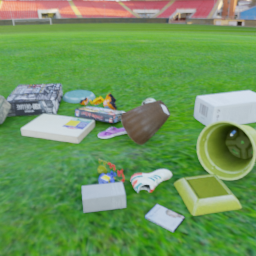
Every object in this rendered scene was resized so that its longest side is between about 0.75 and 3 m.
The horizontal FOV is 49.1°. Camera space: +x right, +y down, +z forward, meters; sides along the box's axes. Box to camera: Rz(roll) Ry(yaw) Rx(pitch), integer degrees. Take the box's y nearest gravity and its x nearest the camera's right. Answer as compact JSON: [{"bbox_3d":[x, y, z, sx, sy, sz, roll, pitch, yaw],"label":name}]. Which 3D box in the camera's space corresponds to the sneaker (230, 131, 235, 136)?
[{"bbox_3d":[3.764,-0.006,11.166,1.166,0.520,0.458,3,25,9],"label":"sneaker"}]

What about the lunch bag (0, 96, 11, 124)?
[{"bbox_3d":[-6.113,-0.957,11.541,1.814,1.521,1.264,3,56,18],"label":"lunch bag"}]

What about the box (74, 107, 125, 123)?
[{"bbox_3d":[-1.217,-0.600,12.313,1.862,0.351,1.271,10,12,21],"label":"box"}]

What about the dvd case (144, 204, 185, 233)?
[{"bbox_3d":[0.901,2.200,6.890,0.822,0.072,0.587,17,30,33],"label":"dvd case"}]

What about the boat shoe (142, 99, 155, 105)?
[{"bbox_3d":[1.005,-0.821,12.335,0.903,0.827,2.417,9,30,2],"label":"boat shoe"}]

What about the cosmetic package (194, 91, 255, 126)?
[{"bbox_3d":[4.580,-0.854,12.385,2.939,1.088,1.494,-6,26,-17],"label":"cosmetic package"}]

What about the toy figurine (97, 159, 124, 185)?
[{"bbox_3d":[-0.682,1.390,8.132,1.029,0.543,0.617,21,39,32],"label":"toy figurine"}]

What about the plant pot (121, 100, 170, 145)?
[{"bbox_3d":[0.739,-0.319,10.118,1.458,1.363,1.363,-33,13,24],"label":"plant pot"}]

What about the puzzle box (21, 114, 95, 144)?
[{"bbox_3d":[-2.803,-0.006,11.396,2.492,0.317,1.658,8,25,16],"label":"puzzle box"}]

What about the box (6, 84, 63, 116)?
[{"bbox_3d":[-4.635,-1.483,14.104,2.327,0.734,2.950,-3,25,-6],"label":"box"}]

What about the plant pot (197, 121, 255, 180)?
[{"bbox_3d":[3.331,0.566,8.802,1.770,1.770,1.627,20,20,37],"label":"plant pot"}]

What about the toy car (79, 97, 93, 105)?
[{"bbox_3d":[-2.080,-1.220,13.959,0.493,0.335,1.006,-38,28,-9],"label":"toy car"}]

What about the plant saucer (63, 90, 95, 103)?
[{"bbox_3d":[-2.691,-1.746,15.304,1.764,0.242,1.764,0,24,0],"label":"plant saucer"}]

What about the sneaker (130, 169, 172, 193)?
[{"bbox_3d":[0.709,1.567,7.978,1.259,0.443,0.589,-5,44,-17],"label":"sneaker"}]

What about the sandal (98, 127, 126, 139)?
[{"bbox_3d":[-0.585,0.118,11.093,1.303,0.320,0.530,-12,24,-18],"label":"sandal"}]

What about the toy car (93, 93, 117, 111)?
[{"bbox_3d":[-1.166,-1.305,13.118,0.610,0.899,1.833,-22,-21,20],"label":"toy car"}]

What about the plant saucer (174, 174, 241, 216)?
[{"bbox_3d":[2.133,1.713,7.635,1.396,0.335,1.398,-5,26,-11],"label":"plant saucer"}]

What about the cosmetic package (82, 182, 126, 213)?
[{"bbox_3d":[-0.643,1.799,7.298,1.109,0.500,0.592,-6,25,-6],"label":"cosmetic package"}]
